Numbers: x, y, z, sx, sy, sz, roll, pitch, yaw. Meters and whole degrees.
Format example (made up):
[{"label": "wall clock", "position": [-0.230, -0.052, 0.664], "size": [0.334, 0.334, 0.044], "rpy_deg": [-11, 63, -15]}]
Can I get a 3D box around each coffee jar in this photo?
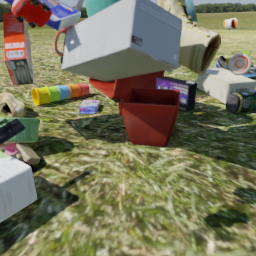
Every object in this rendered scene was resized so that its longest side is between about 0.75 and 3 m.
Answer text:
[{"label": "coffee jar", "position": [4.156, -0.960, 10.139], "size": [1.284, 0.670, 0.548], "rpy_deg": [-11, 29, -22]}]

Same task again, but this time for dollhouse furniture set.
[{"label": "dollhouse furniture set", "position": [-2.866, 0.798, 6.701], "size": [0.911, 0.781, 0.958], "rpy_deg": [35, 12, 34]}]

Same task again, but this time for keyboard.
[{"label": "keyboard", "position": [-2.461, 0.041, 5.504], "size": [0.435, 0.166, 0.836], "rpy_deg": [43, 43, 3]}]

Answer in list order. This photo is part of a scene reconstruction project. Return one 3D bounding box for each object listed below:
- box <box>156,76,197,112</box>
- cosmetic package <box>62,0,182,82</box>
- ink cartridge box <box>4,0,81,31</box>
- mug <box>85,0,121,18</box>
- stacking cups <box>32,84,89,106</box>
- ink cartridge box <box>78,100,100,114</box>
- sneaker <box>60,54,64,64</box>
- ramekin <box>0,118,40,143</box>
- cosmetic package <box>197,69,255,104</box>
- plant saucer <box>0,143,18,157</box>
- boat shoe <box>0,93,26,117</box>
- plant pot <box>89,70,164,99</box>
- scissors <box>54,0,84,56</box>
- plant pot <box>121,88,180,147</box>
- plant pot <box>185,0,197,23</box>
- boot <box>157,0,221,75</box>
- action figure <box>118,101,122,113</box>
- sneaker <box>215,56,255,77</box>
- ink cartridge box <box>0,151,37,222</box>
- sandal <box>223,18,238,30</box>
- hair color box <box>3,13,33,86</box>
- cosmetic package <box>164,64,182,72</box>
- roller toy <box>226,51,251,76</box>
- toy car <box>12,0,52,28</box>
[{"label": "box", "position": [1.745, -1.274, 10.412], "size": [1.434, 1.012, 0.566], "rpy_deg": [20, 32, 38]}, {"label": "cosmetic package", "position": [-0.242, -1.840, 6.340], "size": [1.420, 1.199, 2.659], "rpy_deg": [10, -9, -41]}, {"label": "ink cartridge box", "position": [-2.255, -2.971, 6.758], "size": [1.795, 0.427, 1.816], "rpy_deg": [29, 30, -4]}, {"label": "mug", "position": [-0.353, -3.182, 7.742], "size": [1.547, 0.957, 1.271], "rpy_deg": [-16, 17, -23]}, {"label": "stacking cups", "position": [-2.607, -1.384, 11.225], "size": [2.294, 0.694, 0.694], "rpy_deg": [-13, 27, -35]}, {"label": "ink cartridge box", "position": [-1.427, -0.784, 10.321], "size": [0.620, 0.218, 1.038], "rpy_deg": [1, 26, 4]}, {"label": "sneaker", "position": [-1.194, -1.993, 9.244], "size": [2.085, 0.863, 0.748], "rpy_deg": [5, 48, 5]}, {"label": "ramekin", "position": [-2.965, 0.084, 7.366], "size": [1.236, 0.604, 1.236], "rpy_deg": [-2, -3, 0]}, {"label": "cosmetic package", "position": [4.046, -1.823, 11.826], "size": [1.254, 0.886, 2.423], "rpy_deg": [-6, 26, -14]}, {"label": "plant saucer", "position": [-3.174, 0.659, 7.028], "size": [0.876, 0.222, 0.876], "rpy_deg": [-1, 23, 0]}, {"label": "boat shoe", "position": [-4.246, -0.819, 9.873], "size": [1.744, 0.622, 0.563], "rpy_deg": [23, 32, 39]}, {"label": "plant pot", "position": [0.120, -2.908, 12.269], "size": [2.511, 2.847, 2.850], "rpy_deg": [2, 20, -29]}, {"label": "scissors", "position": [-2.164, -4.092, 10.604], "size": [1.062, 2.904, 0.202], "rpy_deg": [10, 31, -8]}, {"label": "plant pot", "position": [0.652, -0.284, 7.836], "size": [1.463, 1.291, 1.465], "rpy_deg": [4, 24, 10]}, {"label": "plant pot", "position": [1.574, -3.552, 8.529], "size": [0.773, 1.148, 1.148], "rpy_deg": [-16, 21, 13]}, {"label": "boot", "position": [1.437, -2.495, 6.573], "size": [0.800, 2.197, 1.708], "rpy_deg": [-12, 35, -44]}, {"label": "action figure", "position": [0.651, -0.815, 10.103], "size": [1.955, 0.505, 0.639], "rpy_deg": [0, 21, -7]}, {"label": "sneaker", "position": [5.975, -3.313, 14.866], "size": [2.691, 1.115, 0.954], "rpy_deg": [19, 26, 34]}, {"label": "ink cartridge box", "position": [-3.027, 1.303, 4.834], "size": [1.406, 0.808, 2.401], "rpy_deg": [17, 29, 33]}, {"label": "sandal", "position": [2.879, -2.938, 8.020], "size": [0.228, 0.305, 0.797], "rpy_deg": [-27, 18, -1]}, {"label": "hair color box", "position": [-2.898, -2.095, 7.386], "size": [0.553, 0.959, 1.728], "rpy_deg": [-9, 60, -13]}, {"label": "cosmetic package", "position": [1.278, -2.050, 8.733], "size": [0.510, 0.360, 0.986], "rpy_deg": [-31, 20, -2]}, {"label": "roller toy", "position": [3.645, -2.063, 9.171], "size": [0.759, 0.692, 0.530], "rpy_deg": [-18, 0, 23]}, {"label": "toy car", "position": [-1.435, -1.678, 3.230], "size": [1.456, 1.370, 0.325], "rpy_deg": [-32, 79, -41]}]
